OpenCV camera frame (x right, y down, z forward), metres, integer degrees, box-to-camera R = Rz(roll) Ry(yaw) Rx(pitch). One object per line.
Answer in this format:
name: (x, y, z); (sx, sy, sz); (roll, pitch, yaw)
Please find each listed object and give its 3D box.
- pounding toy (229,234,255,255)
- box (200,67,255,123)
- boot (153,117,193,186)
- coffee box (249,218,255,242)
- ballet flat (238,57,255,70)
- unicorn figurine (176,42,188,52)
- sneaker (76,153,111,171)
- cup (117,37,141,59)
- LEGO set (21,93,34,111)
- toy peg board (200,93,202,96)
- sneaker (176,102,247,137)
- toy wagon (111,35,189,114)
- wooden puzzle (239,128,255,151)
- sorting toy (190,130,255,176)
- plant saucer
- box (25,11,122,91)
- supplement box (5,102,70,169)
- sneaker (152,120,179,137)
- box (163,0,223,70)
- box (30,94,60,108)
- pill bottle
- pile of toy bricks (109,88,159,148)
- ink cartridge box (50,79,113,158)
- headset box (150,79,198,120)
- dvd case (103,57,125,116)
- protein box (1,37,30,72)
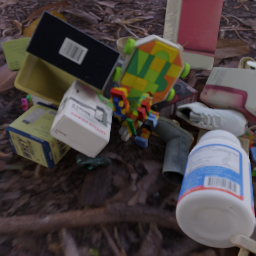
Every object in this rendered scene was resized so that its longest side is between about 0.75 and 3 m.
pounding toy: (2.597, 2.949, 4.040); (2.961, 1.693, 1.698); (27, 78, 0)
box: (3.460, -0.940, 8.284); (1.342, 1.144, 2.099); (26, -1, -35)
boot: (1.089, 0.601, 7.565); (1.565, 0.625, 1.721); (23, 49, -2)
coffee box: (3.367, 2.296, 5.697); (1.815, 1.026, 0.724); (-5, 43, -6)
ballet flat: (4.543, -1.610, 10.017); (1.013, 1.013, 2.916); (1, 43, 1)
unicorn figurine: (1.349, -2.478, 9.252); (0.844, 0.454, 1.229); (27, 73, -13)
sneaker: (-0.909, 0.967, 7.480); (1.024, 0.386, 0.406); (10, 41, -32)
cup: (0.088, -3.293, 11.979); (1.111, 0.795, 1.111); (-1, 42, 0)
LEGO set: (-3.407, -1.222, 9.918); (0.484, 0.521, 1.269); (-3, 42, -4)
toy peg board: (3.446, -1.459, 10.101); (1.213, 0.593, 1.208); (26, 47, 24)
sneaker: (2.365, -0.213, 8.210); (0.974, 0.833, 2.237); (-4, 15, -38)
toy wagon: (0.529, -1.358, 8.208); (1.974, 2.544, 0.503); (17, 29, -22)
wooden puzzle: (3.603, 0.366, 8.497); (1.194, 0.084, 0.708); (-19, 46, -18)
sorting toy: (2.638, 0.630, 7.937); (2.768, 0.377, 1.558); (12, 46, 15)
plant saucer: (-1.969, -1.683, 8.776); (2.553, 0.619, 2.553); (23, 60, -25)
box: (-1.450, -2.030, 7.844); (2.147, 1.118, 1.955); (27, 6, -11)
supplement box: (-2.409, 0.164, 8.078); (1.411, 0.947, 1.409); (19, 46, 19)
sneaker: (1.134, -0.004, 8.778); (0.912, 0.342, 0.411); (-17, 25, -14)
box: (2.302, -3.697, 10.466); (1.556, 2.855, 1.826); (2, 16, -9)
box: (-2.435, -1.134, 9.479); (1.235, 0.812, 1.242); (21, 46, 35)
pill bottle: (1.931, 1.125, 6.096); (1.413, 1.413, 2.519); (13, 33, 14)
pile of toy bricks: (0.334, -0.471, 7.683); (1.280, 2.307, 1.139); (21, 66, 20)
ink cartridge box: (-1.162, -0.288, 7.471); (1.310, 0.757, 1.801); (32, 31, -22)
headset box: (1.269, -1.053, 9.560); (1.982, 0.743, 1.473); (-23, 47, -23)
dvd case: (-0.396, -1.383, 8.971); (0.135, 1.685, 1.253); (13, 18, -33)
protein box: (-4.074, -2.802, 10.734); (1.042, 1.050, 0.708); (-14, 8, -1)
